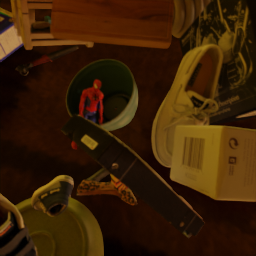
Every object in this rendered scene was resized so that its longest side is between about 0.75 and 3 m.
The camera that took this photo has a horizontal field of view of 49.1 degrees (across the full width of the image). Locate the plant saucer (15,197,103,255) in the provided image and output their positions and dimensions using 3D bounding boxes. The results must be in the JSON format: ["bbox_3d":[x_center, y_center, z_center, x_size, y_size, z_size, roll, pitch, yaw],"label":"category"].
[{"bbox_3d":[-2.096,2.950,6.706,2.980,0.463,2.980,0,56,-1],"label":"plant saucer"}]

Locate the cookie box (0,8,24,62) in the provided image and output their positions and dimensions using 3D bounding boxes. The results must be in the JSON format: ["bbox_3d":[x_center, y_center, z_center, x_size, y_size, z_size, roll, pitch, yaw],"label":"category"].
[{"bbox_3d":[-5.700,-3.381,10.528,2.459,1.080,2.875,28,60,19],"label":"cookie box"}]

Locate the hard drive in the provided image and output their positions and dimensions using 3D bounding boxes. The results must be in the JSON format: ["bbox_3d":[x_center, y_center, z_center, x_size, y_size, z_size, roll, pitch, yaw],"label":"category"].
[{"bbox_3d":[0.073,0.803,4.787,0.463,2.446,1.709,-49,29,-9],"label":"hard drive"}]

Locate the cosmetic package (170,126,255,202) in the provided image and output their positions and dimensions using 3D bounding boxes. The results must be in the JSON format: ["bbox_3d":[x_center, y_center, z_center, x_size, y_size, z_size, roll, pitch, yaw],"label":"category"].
[{"bbox_3d":[2.365,0.612,4.786,2.897,1.469,1.032,6,89,-16],"label":"cosmetic package"}]

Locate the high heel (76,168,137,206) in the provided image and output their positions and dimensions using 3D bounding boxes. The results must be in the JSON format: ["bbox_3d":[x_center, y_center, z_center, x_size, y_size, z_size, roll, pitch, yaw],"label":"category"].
[{"bbox_3d":[-0.589,1.794,7.394,1.102,0.552,1.546,-35,50,-24],"label":"high heel"}]

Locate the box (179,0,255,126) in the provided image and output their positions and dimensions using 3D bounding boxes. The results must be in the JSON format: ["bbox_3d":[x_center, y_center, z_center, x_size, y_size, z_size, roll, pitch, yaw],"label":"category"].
[{"bbox_3d":[2.505,-1.508,6.249,1.422,2.731,2.487,-8,82,-14],"label":"box"}]

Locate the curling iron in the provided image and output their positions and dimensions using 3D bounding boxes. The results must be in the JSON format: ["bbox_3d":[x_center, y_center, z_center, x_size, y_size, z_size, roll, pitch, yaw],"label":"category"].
[{"bbox_3d":[-2.517,-2.144,8.811,2.052,0.262,0.509,-24,45,-8],"label":"curling iron"}]

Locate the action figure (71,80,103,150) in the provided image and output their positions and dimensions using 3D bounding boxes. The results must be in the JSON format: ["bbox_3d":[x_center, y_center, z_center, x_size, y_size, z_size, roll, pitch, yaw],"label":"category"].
[{"bbox_3d":[-0.793,-0.255,5.728,0.501,1.532,0.396,3,26,-29],"label":"action figure"}]

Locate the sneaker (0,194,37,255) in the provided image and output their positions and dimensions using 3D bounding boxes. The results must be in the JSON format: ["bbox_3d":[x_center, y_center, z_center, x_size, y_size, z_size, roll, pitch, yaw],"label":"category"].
[{"bbox_3d":[-1.702,1.525,3.819,0.661,1.666,0.653,-4,31,44],"label":"sneaker"}]

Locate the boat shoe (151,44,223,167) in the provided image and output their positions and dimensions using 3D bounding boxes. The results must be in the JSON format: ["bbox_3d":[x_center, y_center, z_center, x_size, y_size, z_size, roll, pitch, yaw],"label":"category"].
[{"bbox_3d":[1.277,-0.429,5.473,0.959,1.106,2.595,24,86,-12],"label":"boat shoe"}]

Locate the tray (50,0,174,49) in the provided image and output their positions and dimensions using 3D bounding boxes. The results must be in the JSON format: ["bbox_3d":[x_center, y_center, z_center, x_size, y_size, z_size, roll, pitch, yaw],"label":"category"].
[{"bbox_3d":[-0.333,-2.607,6.311,2.649,0.490,1.306,4,90,-3],"label":"tray"}]

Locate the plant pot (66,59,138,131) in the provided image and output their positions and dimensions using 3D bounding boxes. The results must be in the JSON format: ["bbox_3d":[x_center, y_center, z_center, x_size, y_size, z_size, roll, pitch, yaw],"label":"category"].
[{"bbox_3d":[-0.474,-0.632,6.863,1.717,1.150,1.717,-8,67,19],"label":"plant pot"}]

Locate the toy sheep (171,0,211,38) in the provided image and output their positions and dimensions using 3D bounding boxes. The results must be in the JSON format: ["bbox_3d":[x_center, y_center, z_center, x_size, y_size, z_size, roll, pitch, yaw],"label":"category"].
[{"bbox_3d":[1.692,-3.443,8.393,2.397,1.652,1.652,-14,57,-16],"label":"toy sheep"}]

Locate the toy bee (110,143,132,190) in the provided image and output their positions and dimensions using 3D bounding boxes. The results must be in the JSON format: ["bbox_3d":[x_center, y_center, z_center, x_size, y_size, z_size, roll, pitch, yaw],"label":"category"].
[{"bbox_3d":[-0.288,0.918,6.295,0.617,0.743,1.135,-11,98,-29],"label":"toy bee"}]

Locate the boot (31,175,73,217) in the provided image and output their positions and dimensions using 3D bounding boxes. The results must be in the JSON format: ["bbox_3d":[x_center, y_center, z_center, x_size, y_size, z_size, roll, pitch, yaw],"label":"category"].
[{"bbox_3d":[-1.018,0.959,3.567,0.317,0.872,0.394,29,39,-24],"label":"boot"}]

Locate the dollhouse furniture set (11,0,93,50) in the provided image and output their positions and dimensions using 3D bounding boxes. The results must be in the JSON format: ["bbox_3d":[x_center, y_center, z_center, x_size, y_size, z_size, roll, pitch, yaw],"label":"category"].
[{"bbox_3d":[-2.282,-3.533,8.024,1.831,1.820,2.598,-10,33,-24],"label":"dollhouse furniture set"}]
